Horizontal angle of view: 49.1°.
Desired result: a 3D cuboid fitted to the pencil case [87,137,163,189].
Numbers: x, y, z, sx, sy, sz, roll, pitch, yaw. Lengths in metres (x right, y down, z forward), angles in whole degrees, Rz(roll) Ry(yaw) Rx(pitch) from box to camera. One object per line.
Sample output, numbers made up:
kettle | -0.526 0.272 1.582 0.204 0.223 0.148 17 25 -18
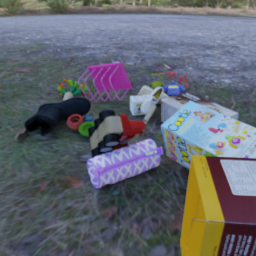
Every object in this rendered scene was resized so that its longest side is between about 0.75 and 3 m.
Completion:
pencil case | -0.076 1.014 8.068 2.209 0.927 0.944 -18 4 -23

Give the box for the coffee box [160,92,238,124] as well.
coffee box | 2.553 -0.377 10.546 1.454 1.026 2.572 -20 34 -27

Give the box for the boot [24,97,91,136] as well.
boot | -2.643 -0.440 10.819 2.260 0.863 1.899 -6 25 3

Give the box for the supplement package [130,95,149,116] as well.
supplement package | 0.562 -0.982 12.075 0.861 0.653 0.648 -6 29 -11

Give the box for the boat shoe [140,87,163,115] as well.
boat shoe | 1.003 -1.126 11.477 1.337 0.474 0.467 -50 7 -8

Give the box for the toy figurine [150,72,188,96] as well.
toy figurine | 2.058 -2.052 13.776 1.935 1.021 1.159 0 34 3

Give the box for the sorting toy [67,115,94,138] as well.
sorting toy | -1.663 -0.013 10.562 1.369 0.562 0.823 32 56 27

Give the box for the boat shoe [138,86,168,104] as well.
boat shoe | 1.247 -1.353 12.896 1.903 0.686 0.618 31 77 37

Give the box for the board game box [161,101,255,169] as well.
board game box | 2.373 0.547 7.710 1.367 1.343 2.607 -39 47 -23

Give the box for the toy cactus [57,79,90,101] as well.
toy cactus | -2.722 -1.653 13.385 1.726 0.883 1.424 11 50 11

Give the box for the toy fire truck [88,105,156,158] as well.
toy fire truck | -0.075 0.056 8.358 1.941 1.708 1.249 -2 67 -25

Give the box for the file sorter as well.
file sorter | -1.096 -1.987 12.726 1.915 1.331 1.201 1 44 34

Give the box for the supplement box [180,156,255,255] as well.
supplement box | 2.285 1.942 4.882 2.414 2.381 1.603 2 29 4

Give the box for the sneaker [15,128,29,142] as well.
sneaker | -3.940 0.286 10.233 0.313 0.292 0.830 -12 21 17
